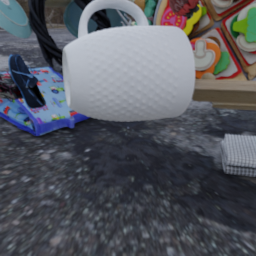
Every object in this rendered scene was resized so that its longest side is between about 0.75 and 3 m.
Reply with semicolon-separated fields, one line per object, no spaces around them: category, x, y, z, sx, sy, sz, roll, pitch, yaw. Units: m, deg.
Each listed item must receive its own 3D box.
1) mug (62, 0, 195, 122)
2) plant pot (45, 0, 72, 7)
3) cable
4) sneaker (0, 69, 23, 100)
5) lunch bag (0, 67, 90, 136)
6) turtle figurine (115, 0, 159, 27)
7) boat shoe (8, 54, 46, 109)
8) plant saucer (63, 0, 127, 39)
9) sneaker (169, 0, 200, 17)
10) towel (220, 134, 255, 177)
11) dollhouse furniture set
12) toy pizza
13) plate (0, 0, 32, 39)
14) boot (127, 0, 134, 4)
mug;-0.123;-1.051;4.330;1.716;1.957;1.445;-6;-4;-18
plant pot;-2.290;-4.392;8.606;1.570;1.570;1.677;14;40;28
cable;-1.563;-2.878;7.832;2.143;2.627;0.667;-13;30;-2
sneaker;-2.762;-0.930;6.034;0.614;0.663;1.645;24;14;16
lunch bag;-2.556;-0.780;8.766;2.885;1.357;2.172;30;34;33
turtle figurine;0.275;-2.990;7.088;1.305;2.592;1.940;-14;63;3
boat shoe;-2.145;-1.025;6.146;0.449;1.309;0.551;-1;45;15
plant saucer;-1.076;-3.641;9.304;2.087;2.087;0.286;-2;65;-5
sneaker;0.900;-2.460;4.276;1.099;0.795;2.250;28;0;-5
towel;2.618;0.629;6.272;1.007;0.520;1.216;4;26;12
dollhouse furniture set;2.552;-1.829;5.134;2.419;2.969;2.823;4;-3;17
toy pizza;1.850;-2.228;5.883;2.981;2.981;0.472;13;14;26
plate;-3.037;-2.988;7.071;0.203;1.592;1.592;-30;14;23
boot;0.354;-4.453;8.960;1.724;0.804;2.230;40;42;4
